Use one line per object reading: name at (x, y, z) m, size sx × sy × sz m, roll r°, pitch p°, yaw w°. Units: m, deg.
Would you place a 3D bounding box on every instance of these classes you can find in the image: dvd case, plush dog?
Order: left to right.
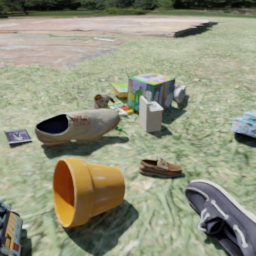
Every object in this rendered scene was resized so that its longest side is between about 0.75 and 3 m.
dvd case at (-3.865, 0.307, 9.812) m, size 0.763 × 0.082 × 1.026 m, roll -7°, pitch 27°, yaw -31°
plush dog at (-1.046, -1.033, 11.177) m, size 1.041 × 0.894 × 0.835 m, roll 3°, pitch 56°, yaw -34°

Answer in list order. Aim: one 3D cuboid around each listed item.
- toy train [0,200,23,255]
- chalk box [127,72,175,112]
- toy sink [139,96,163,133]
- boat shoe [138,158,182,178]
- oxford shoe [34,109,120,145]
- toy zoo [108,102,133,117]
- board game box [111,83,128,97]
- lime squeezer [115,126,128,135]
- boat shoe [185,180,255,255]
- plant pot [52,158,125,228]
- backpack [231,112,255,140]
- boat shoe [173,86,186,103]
toy train at (-2.518, 2.079, 5.364) m, size 0.761 × 1.018 × 1.787 m, roll -45°, pitch 23°, yaw 1°
chalk box at (0.804, -1.412, 11.642) m, size 1.317 × 1.323 × 2.127 m, roll 23°, pitch 30°, yaw 35°
toy sink at (0.842, -0.547, 10.339) m, size 0.658 × 1.174 × 0.765 m, roll -8°, pitch 28°, yaw -15°
boat shoe at (0.910, 1.108, 7.955) m, size 1.237 × 0.457 × 0.468 m, roll 1°, pitch 28°, yaw 2°
oxford shoe at (-1.619, -0.086, 9.248) m, size 2.906 × 1.028 × 1.073 m, roll -16°, pitch -11°, yaw -12°
toy zoo at (-0.375, -0.757, 11.853) m, size 0.863 × 0.135 × 1.315 m, roll -16°, pitch 32°, yaw -28°
board game box at (0.453, -1.857, 13.484) m, size 2.310 × 0.346 × 1.104 m, roll -7°, pitch 33°, yaw -22°
lime squeezer at (-0.382, 0.043, 10.303) m, size 0.921 × 0.174 × 0.325 m, roll 12°, pitch 30°, yaw 20°
boat shoe at (1.857, 1.885, 5.870) m, size 0.792 × 0.917 × 2.525 m, roll -18°, pitch 24°, yaw -20°
plant pot at (-0.868, 1.415, 6.490) m, size 1.359 × 1.485 × 1.485 m, roll 0°, pitch 24°, yaw -33°
backpack at (4.246, -0.065, 9.656) m, size 1.253 × 0.944 × 1.113 m, roll 11°, pitch 10°, yaw 35°
boat shoe at (2.134, -1.586, 12.961) m, size 0.815 × 0.656 × 1.758 m, roll 5°, pitch 17°, yaw 20°
